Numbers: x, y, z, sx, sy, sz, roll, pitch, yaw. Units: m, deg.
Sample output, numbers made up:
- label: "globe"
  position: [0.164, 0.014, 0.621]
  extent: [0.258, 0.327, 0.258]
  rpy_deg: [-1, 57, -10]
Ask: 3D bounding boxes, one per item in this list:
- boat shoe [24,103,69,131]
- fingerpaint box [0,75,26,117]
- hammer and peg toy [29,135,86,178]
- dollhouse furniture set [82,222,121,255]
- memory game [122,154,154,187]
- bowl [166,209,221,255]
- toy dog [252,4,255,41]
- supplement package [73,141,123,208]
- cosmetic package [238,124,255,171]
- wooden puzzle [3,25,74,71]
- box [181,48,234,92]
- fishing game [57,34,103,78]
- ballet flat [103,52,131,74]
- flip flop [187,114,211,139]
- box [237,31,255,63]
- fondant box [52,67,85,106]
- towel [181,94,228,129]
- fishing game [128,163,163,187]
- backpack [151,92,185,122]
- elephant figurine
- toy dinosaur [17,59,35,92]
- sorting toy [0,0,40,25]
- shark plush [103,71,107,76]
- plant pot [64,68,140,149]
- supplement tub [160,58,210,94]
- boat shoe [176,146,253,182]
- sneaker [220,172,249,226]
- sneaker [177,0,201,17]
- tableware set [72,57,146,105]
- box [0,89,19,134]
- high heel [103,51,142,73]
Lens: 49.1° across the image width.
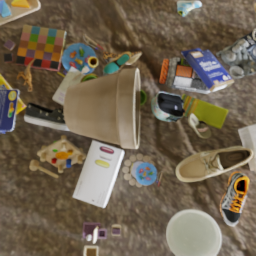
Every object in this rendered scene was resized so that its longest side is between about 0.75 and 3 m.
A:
- label: "boat shoe"
  position: [-2.712, -0.410, 10.573]
  extent: [2.507, 0.860, 0.710]
  rpy_deg: [10, 105, 4]
- label: "fingerpaint box"
  position: [-5.304, -1.140, 10.841]
  extent: [1.659, 0.729, 1.988]
  rpy_deg: [-38, 83, -6]
- label: "hammer and peg toy"
  position: [-2.590, 1.093, 10.217]
  extent: [1.827, 1.343, 0.644]
  rpy_deg: [-27, 44, 20]
- label: "dollhouse furniture set"
  position: [-1.001, 4.288, 9.619]
  extent: [1.408, 1.262, 1.777]
  rpy_deg: [3, 81, 1]
- label: "memory game"
  position: [0.416, 1.622, 10.710]
  extent: [1.284, 0.082, 1.284]
  rpy_deg: [0, 81, 0]
- label: "bowl"
  position: [2.305, 3.695, 9.842]
  extent: [1.837, 0.826, 1.837]
  rpy_deg: [0, 88, 17]
- label: "toy dog"
  position: [5.513, -4.238, 10.756]
  extent: [0.835, 1.144, 1.734]
  rpy_deg: [-20, 114, -32]
- label: "supplement package"
  position: [-0.994, 1.616, 9.954]
  extent: [1.109, 1.558, 2.000]
  rpy_deg: [18, 82, 3]
- label: "cosmetic package"
  position: [4.806, 0.723, 10.452]
  extent: [0.702, 0.890, 1.654]
  rpy_deg: [-14, 82, -4]
- label: "wooden puzzle"
  position: [-3.566, -3.264, 11.428]
  extent: [2.898, 0.204, 1.719]
  rpy_deg: [9, 81, -1]
- label: "box"
  position: [2.778, -2.156, 9.865]
  extent: [1.131, 0.303, 1.867]
  rpy_deg: [-21, 69, -35]
- label: "fishing game"
  position: [-1.966, -2.779, 11.263]
  extent: [1.414, 0.307, 1.975]
  rpy_deg: [37, 83, -4]
- label: "ballet flat"
  position: [-0.380, -2.476, 10.700]
  extent: [1.324, 0.417, 0.454]
  rpy_deg: [-23, 114, 33]
- label: "flip flop"
  position: [2.695, -0.071, 10.384]
  extent: [1.385, 0.399, 0.561]
  rpy_deg: [42, 53, -30]
- label: "box"
  position: [5.174, -3.274, 11.428]
  extent: [0.995, 0.270, 1.243]
  rpy_deg: [-28, 82, -4]
- label: "fondant box"
  position: [-2.112, -1.464, 10.952]
  extent: [1.057, 0.427, 1.465]
  rpy_deg: [30, 83, -7]
- label: "towel"
  position: [2.803, -0.638, 10.749]
  extent: [1.833, 0.166, 0.789]
  rpy_deg: [23, 99, 16]
- label: "fishing game"
  position: [0.684, 1.731, 10.562]
  extent: [1.214, 0.189, 0.869]
  rpy_deg: [17, 84, 2]
- label: "backpack"
  position: [1.420, -0.787, 10.546]
  extent: [1.160, 0.873, 1.030]
  rpy_deg: [13, 62, -27]
- label: "elephant figurine"
  position: [4.460, -2.468, 10.899]
  extent: [1.187, 1.302, 1.678]
  rpy_deg: [-35, 107, 23]
- label: "toy dinosaur"
  position: [-4.047, -2.112, 11.199]
  extent: [0.688, 0.391, 1.295]
  rpy_deg: [1, 98, -8]
- label: "sorting toy"
  position: [-5.273, -5.889, 11.777]
  extent: [2.170, 0.432, 2.936]
  rpy_deg: [-27, 82, -4]
- label: "shark plush"
  position: [-0.684, -1.802, 10.912]
  extent: [0.578, 1.273, 0.530]
  rpy_deg: [21, 124, -30]
- label: "plant pot"
  position: [-0.808, -0.621, 9.447]
  extent: [2.331, 2.687, 2.687]
  rpy_deg: [0, 81, 6]
- label: "supplement tub"
  position: [2.246, -2.031, 10.763]
  extent: [1.935, 1.186, 1.186]
  rpy_deg: [10, 81, 2]
- label: "boat shoe"
  position: [3.108, 1.280, 10.244]
  extent: [2.791, 0.907, 1.007]
  rpy_deg: [-16, 79, 5]
- label: "sneaker"
  position: [3.916, 2.570, 10.211]
  extent: [0.781, 0.771, 1.996]
  rpy_deg: [12, 82, 0]
- label: "sneaker"
  position: [2.520, -4.934, 11.654]
  extent: [0.988, 0.393, 0.645]
  rpy_deg: [4, 78, 10]
- label: "tableware set"
  position: [-0.652, -1.572, 10.808]
  extent: [2.696, 0.414, 1.816]
  rpy_deg: [45, 79, -4]
- label: "box"
  position: [-5.152, -0.591, 9.957]
  extent: [2.623, 0.425, 1.589]
  rpy_deg: [1, 74, 7]
- label: "high heel"
  position: [-0.267, -2.974, 11.292]
  extent: [1.442, 0.515, 1.028]
  rpy_deg: [-32, 73, -8]
